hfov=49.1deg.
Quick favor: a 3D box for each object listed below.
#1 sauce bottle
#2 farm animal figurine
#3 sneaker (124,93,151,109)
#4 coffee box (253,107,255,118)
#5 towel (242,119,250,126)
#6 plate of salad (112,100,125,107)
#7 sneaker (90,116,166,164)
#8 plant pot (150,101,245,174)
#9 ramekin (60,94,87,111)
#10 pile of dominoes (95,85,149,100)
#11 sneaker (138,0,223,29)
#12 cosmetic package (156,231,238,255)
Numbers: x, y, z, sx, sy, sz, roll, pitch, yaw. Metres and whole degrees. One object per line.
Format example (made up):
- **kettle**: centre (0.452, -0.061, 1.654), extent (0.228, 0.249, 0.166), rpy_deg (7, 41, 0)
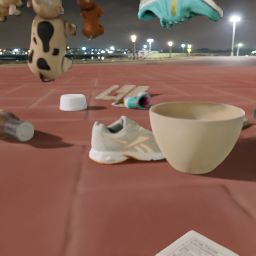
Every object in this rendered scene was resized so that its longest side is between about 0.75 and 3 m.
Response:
- **sauce bottle**: centre (-3.251, -0.092, 7.094), extent (2.287, 0.740, 0.740), rpy_deg (13, 20, 38)
- **farm animal figurine**: centre (-1.919, -2.464, 5.502), extent (2.191, 2.713, 1.364), rpy_deg (-43, 9, 16)
- **sneaker**: centre (0.611, -1.097, 11.000), extent (0.838, 0.581, 1.389), rpy_deg (8, 24, 43)
- **coffee box**: centre (5.131, -0.591, 9.513), extent (1.148, 0.411, 1.867), rpy_deg (12, 20, 37)
- **towel**: centre (2.823, -0.156, 8.407), extent (1.475, 0.168, 1.059), rpy_deg (-12, 19, -40)
- **plate of salad**: centre (-0.237, -1.022, 11.498), extent (0.854, 0.205, 0.854), rpy_deg (-1, 16, 0)
- **sneaker**: centre (0.175, 0.184, 5.767), extent (1.932, 0.889, 0.732), rpy_deg (-5, 17, -18)
- **plant pot**: centre (1.233, 0.198, 5.254), extent (1.672, 1.122, 1.672), rpy_deg (0, 15, 0)
- **ramekin**: centre (-2.129, -1.008, 10.885), extent (1.024, 0.499, 1.024), rpy_deg (0, 16, 0)
- **pile of dominoes**: centre (-0.184, -1.620, 13.838), extent (1.983, 0.405, 2.544), rpy_deg (6, 24, 19)
- **sneaker**: centre (1.537, -3.586, 8.640), extent (2.936, 1.169, 1.138), rpy_deg (28, 7, 38)
- **cosmetic package**: centre (0.258, 1.410, 1.861), extent (1.588, 0.581, 0.822), rpy_deg (-12, 19, -40)
